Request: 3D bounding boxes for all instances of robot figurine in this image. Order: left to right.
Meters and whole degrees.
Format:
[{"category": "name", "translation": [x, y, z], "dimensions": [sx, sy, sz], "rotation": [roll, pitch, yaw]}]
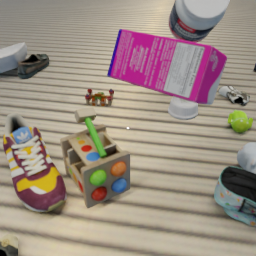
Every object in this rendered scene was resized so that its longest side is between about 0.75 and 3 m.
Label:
[{"category": "robot figurine", "translation": [3.306, -0.191, 8.317], "dimensions": [0.712, 0.470, 0.812], "rotation": [15, 36, -1]}]

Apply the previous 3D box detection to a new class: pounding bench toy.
[{"category": "pounding bench toy", "translation": [-0.692, 0.594, 6.105], "dimensions": [1.103, 1.775, 1.384], "rotation": [-20, 40, -25]}]

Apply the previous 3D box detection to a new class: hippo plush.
[{"category": "hippo plush", "translation": [3.460, 0.848, 6.479], "dimensions": [1.509, 1.495, 1.876], "rotation": [-31, 30, 4]}]

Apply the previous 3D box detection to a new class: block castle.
[{"category": "block castle", "translation": [-0.981, -1.095, 9.606], "dimensions": [0.928, 0.435, 0.620], "rotation": [3, 36, 4]}]

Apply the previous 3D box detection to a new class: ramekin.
[{"category": "ramekin", "translation": [1.788, -0.708, 9.050], "dimensions": [0.969, 0.451, 0.969], "rotation": [-1, 36, 1]}]

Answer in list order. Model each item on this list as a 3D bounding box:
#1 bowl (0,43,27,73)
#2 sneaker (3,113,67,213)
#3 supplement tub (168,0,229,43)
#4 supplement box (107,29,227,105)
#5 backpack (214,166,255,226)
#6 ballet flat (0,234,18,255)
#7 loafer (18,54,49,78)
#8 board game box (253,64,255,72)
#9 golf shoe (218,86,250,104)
[{"category": "bowl", "translation": [-5.033, -2.832, 11.578], "dimensions": [1.732, 0.646, 1.729], "rotation": [-15, 32, 9]}, {"category": "sneaker", "translation": [-2.286, 0.706, 6.400], "dimensions": [1.031, 1.239, 2.751], "rotation": [-23, 42, -28]}, {"category": "supplement tub", "translation": [2.085, -3.555, 8.537], "dimensions": [1.463, 1.463, 2.085], "rotation": [0, 0, 0]}, {"category": "supplement box", "translation": [0.593, -0.967, 4.451], "dimensions": [1.600, 0.827, 0.810], "rotation": [23, 14, 30]}, {"category": "backpack", "translation": [2.378, 1.363, 5.797], "dimensions": [1.139, 0.873, 1.001], "rotation": [27, 40, 17]}, {"category": "ballet flat", "translation": [-2.352, 2.461, 4.623], "dimensions": [0.546, 0.467, 1.643], "rotation": [9, 37, 12]}, {"category": "loafer", "translation": [-3.928, -2.777, 11.763], "dimensions": [0.738, 0.646, 2.055], "rotation": [8, 36, 11]}, {"category": "board game box", "translation": [6.407, -2.333, 11.398], "dimensions": [1.357, 0.347, 2.004], "rotation": [-27, 44, -33]}, {"category": "golf shoe", "translation": [3.610, -1.133, 9.677], "dimensions": [1.095, 0.426, 0.517], "rotation": [23, 41, 30]}]
